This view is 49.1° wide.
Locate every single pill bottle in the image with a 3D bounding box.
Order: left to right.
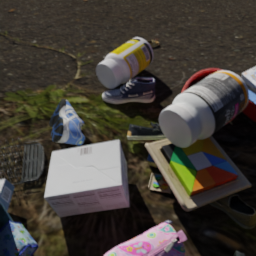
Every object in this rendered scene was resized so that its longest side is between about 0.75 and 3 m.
[{"bbox_3d":[-0.163,-3.179,13.794,1.593,1.593,2.788,30,54,27],"label":"pill bottle"},{"bbox_3d":[2.556,-0.645,9.466,2.954,1.719,1.719,-33,53,-27],"label":"pill bottle"}]

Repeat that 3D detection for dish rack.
[{"bbox_3d":[-4.459,1.209,10.034,2.759,0.753,2.116,-8,46,-8],"label":"dish rack"}]

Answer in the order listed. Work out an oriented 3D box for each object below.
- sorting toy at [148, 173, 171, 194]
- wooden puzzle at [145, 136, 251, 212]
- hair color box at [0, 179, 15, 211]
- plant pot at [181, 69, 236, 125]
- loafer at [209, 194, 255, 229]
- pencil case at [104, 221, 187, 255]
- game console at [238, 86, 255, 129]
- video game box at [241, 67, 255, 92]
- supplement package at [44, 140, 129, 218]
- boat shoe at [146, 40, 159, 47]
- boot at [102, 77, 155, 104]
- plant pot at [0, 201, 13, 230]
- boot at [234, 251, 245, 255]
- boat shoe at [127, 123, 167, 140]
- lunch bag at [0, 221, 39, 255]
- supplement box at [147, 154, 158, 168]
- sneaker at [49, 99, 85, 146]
[{"bbox_3d":[1.150,1.897,9.731,0.791,0.144,0.732,10,43,10],"label":"sorting toy"},{"bbox_3d":[2.282,1.148,9.136,2.814,0.524,2.603,-10,49,-25],"label":"wooden puzzle"},{"bbox_3d":[-4.524,2.261,8.703,1.761,0.534,0.872,-15,42,12],"label":"hair color box"},{"bbox_3d":[3.082,-1.148,11.218,2.267,2.267,2.006,0,5,0],"label":"plant pot"},{"bbox_3d":[3.190,2.268,8.945,2.087,0.727,0.785,34,54,30],"label":"loafer"},{"bbox_3d":[0.322,3.387,7.243,2.523,1.103,1.103,-16,46,-28],"label":"pencil case"},{"bbox_3d":[5.094,-1.493,12.104,2.486,1.712,2.884,-21,48,-19],"label":"game console"},{"bbox_3d":[7.012,-2.310,13.374,2.096,0.539,2.301,-29,47,1],"label":"video game box"},{"bbox_3d":[-1.228,1.611,8.950,2.303,1.277,1.794,-10,44,5],"label":"supplement package"},{"bbox_3d":[1.322,-5.053,16.722,1.134,0.355,0.416,-11,45,-11],"label":"boat shoe"},{"bbox_3d":[0.022,-1.787,12.825,2.464,1.113,0.896,-2,44,-2],"label":"boot"},{"bbox_3d":[-4.207,3.213,6.967,2.218,2.172,2.178,-12,46,-11],"label":"plant pot"},{"bbox_3d":[3.346,4.313,6.729,1.919,0.872,2.284,17,40,22],"label":"boot"},{"bbox_3d":[1.042,0.120,10.949,2.183,0.814,0.679,-1,89,-2],"label":"boat shoe"},{"bbox_3d":[-3.231,3.346,7.676,0.993,0.744,1.168,37,78,27],"label":"lunch bag"},{"bbox_3d":[1.166,1.099,9.967,0.829,0.829,0.557,13,72,13],"label":"supplement box"},{"bbox_3d":[-2.473,-0.188,11.382,1.133,1.113,2.941,23,25,-27],"label":"sneaker"}]
